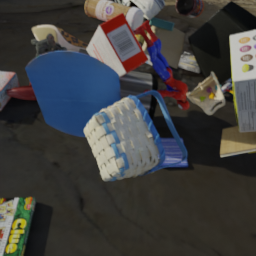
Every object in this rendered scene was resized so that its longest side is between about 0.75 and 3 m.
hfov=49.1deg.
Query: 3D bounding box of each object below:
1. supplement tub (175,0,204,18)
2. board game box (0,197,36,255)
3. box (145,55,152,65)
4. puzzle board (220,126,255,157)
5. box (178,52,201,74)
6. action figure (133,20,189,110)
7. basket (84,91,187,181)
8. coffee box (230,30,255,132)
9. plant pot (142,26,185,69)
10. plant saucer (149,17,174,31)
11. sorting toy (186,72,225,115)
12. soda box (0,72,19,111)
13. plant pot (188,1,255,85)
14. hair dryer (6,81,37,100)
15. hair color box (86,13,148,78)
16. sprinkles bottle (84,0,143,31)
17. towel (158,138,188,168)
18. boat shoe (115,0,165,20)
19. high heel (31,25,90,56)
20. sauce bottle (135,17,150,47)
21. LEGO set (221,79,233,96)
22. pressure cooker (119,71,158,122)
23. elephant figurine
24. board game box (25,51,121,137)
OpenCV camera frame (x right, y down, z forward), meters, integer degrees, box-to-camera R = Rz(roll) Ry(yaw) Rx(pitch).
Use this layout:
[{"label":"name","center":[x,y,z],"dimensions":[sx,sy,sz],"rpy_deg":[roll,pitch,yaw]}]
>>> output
[{"label":"supplement tub","center":[2.730,-5.254,12.106],"dimensions":[0.888,0.888,1.660],"rpy_deg":[23,26,24]},{"label":"board game box","center":[-3.329,2.947,7.414],"dimensions":[1.277,0.286,2.438],"rpy_deg":[-1,42,-4]},{"label":"box","center":[1.437,-3.925,15.049],"dimensions":[1.966,0.405,1.533],"rpy_deg":[28,49,29]},{"label":"puzzle board","center":[3.444,0.252,7.776],"dimensions":[1.647,0.190,2.186],"rpy_deg":[-14,12,24]},{"label":"box","center":[3.248,-3.408,14.498],"dimensions":[1.466,0.354,1.161],"rpy_deg":[25,47,26]},{"label":"action figure","center":[0.753,-1.508,8.108],"dimensions":[1.343,2.713,0.885],"rpy_deg":[-25,20,37]},{"label":"basket","center":[0.187,0.140,5.831],"dimensions":[1.961,1.364,1.729],"rpy_deg":[-17,76,-27]},{"label":"coffee box","center":[3.497,-1.182,6.817],"dimensions":[1.786,1.806,1.803],"rpy_deg":[-5,48,23]},{"label":"plant pot","center":[1.378,-3.315,10.971],"dimensions":[1.486,1.315,1.484],"rpy_deg":[21,17,-18]},{"label":"plant saucer","center":[1.217,-3.736,10.067],"dimensions":[0.874,0.305,0.083],"rpy_deg":[15,5,-4]},{"label":"sorting toy","center":[2.613,-0.997,8.927],"dimensions":[0.615,1.151,1.036],"rpy_deg":[0,60,-40]},{"label":"soda box","center":[-5.601,-1.524,12.086],"dimensions":[0.803,0.746,2.347],"rpy_deg":[5,41,5]},{"label":"plant pot","center":[3.579,-3.145,10.139],"dimensions":[2.061,2.323,2.318],"rpy_deg":[49,43,-6]},{"label":"hair dryer","center":[-4.288,-1.773,12.603],"dimensions":[1.802,0.643,2.366],"rpy_deg":[25,36,35]},{"label":"hair color box","center":[-0.400,-2.083,7.899],"dimensions":[0.763,1.324,2.387],"rpy_deg":[-33,10,-14]},{"label":"sprinkles bottle","center":[-0.453,-3.517,8.590],"dimensions":[1.853,0.632,0.632],"rpy_deg":[26,48,24]},{"label":"towel","center":[1.508,0.843,9.855],"dimensions":[1.024,0.169,1.414],"rpy_deg":[1,41,-1]},{"label":"boat shoe","center":[0.116,-4.542,10.285],"dimensions":[1.171,1.014,2.746],"rpy_deg":[-50,52,6]},{"label":"high heel","center":[-2.213,-3.113,10.898],"dimensions":[2.801,1.000,1.996],"rpy_deg":[29,14,14]},{"label":"sauce bottle","center":[0.527,-3.540,10.227],"dimensions":[0.417,0.417,1.264],"rpy_deg":[15,79,16]},{"label":"LEGO set","center":[4.694,-2.037,12.795],"dimensions":[1.817,0.597,2.432],"rpy_deg":[-3,39,-3]},{"label":"pressure cooker","center":[-0.308,-1.086,10.244],"dimensions":[2.495,2.194,2.228],"rpy_deg":[7,3,-7]},{"label":"elephant figurine","center":[-2.666,-2.520,9.043],"dimensions":[1.007,1.104,1.423],"rpy_deg":[39,8,19]},{"label":"board game box","center":[-1.121,-0.804,6.601],"dimensions":[2.030,2.569,0.500],"rpy_deg":[3,48,7]}]
